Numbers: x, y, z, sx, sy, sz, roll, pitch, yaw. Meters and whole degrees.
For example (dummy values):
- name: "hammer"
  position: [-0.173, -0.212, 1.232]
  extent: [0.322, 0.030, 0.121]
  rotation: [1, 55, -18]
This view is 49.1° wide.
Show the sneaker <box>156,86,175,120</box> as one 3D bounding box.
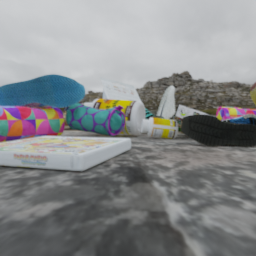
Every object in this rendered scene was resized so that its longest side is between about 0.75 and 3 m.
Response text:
- name: "sneaker"
  position: [1.866, -1.015, 13.014]
  extent: [0.753, 1.871, 0.715]
  rotation: [19, 2, -2]

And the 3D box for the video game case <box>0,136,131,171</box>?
- name: "video game case"
  position: [-1.457, 0.434, 5.845]
  extent: [2.422, 0.305, 2.661]
  rotation: [1, 4, 17]

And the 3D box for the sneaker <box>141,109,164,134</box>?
- name: "sneaker"
  position: [0.498, -0.480, 11.704]
  extent: [1.012, 1.190, 2.609]
  rotation: [-28, 17, -29]

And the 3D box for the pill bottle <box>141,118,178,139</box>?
- name: "pill bottle"
  position: [1.029, -0.001, 9.273]
  extent: [1.149, 0.628, 0.628]
  rotation: [6, 3, -5]

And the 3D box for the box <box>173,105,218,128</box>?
- name: "box"
  position: [2.182, -0.226, 9.608]
  extent: [1.248, 0.394, 2.267]
  rotation: [20, -3, 8]

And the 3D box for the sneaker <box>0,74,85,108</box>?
- name: "sneaker"
  position: [-2.749, -1.189, 9.163]
  extent: [2.807, 1.074, 1.134]
  rotation: [-2, 11, 6]

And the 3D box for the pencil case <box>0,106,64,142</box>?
- name: "pencil case"
  position: [-3.249, -0.159, 8.739]
  extent: [1.185, 1.185, 2.681]
  rotation: [2, 5, 33]

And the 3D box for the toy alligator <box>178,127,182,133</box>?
- name: "toy alligator"
  position: [2.133, 0.040, 11.290]
  extent: [1.230, 0.408, 0.295]
  rotation: [-11, 32, 32]

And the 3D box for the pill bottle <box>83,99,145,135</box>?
- name: "pill bottle"
  position: [-0.590, -0.431, 10.314]
  extent: [2.266, 1.238, 1.238]
  rotation: [5, 5, 21]

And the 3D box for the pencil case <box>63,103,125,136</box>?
- name: "pencil case"
  position: [-1.116, -0.315, 9.169]
  extent: [2.122, 0.981, 0.903]
  rotation: [10, -12, 38]

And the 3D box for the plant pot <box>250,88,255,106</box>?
- name: "plant pot"
  position: [5.102, -0.599, 8.197]
  extent: [2.444, 1.735, 2.444]
  rotation: [-12, -15, -3]

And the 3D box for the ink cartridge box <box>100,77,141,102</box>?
- name: "ink cartridge box"
  position: [-0.336, -1.435, 15.490]
  extent: [2.416, 0.848, 2.973]
  rotation: [10, 36, -32]

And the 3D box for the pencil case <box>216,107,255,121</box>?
- name: "pencil case"
  position: [4.914, -0.404, 12.109]
  extent: [2.239, 0.990, 0.990]
  rotation: [1, 4, -10]

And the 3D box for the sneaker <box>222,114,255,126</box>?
- name: "sneaker"
  position: [3.822, -0.073, 10.128]
  extent: [2.018, 0.757, 0.875]
  rotation: [-4, -1, -17]

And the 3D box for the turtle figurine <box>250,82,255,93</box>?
- name: "turtle figurine"
  position: [5.939, -1.128, 10.972]
  extent: [2.830, 0.911, 2.282]
  rotation: [-35, 45, -1]

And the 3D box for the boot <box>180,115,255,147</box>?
- name: "boot"
  position: [2.502, 0.142, 7.950]
  extent: [2.065, 0.800, 1.428]
  rotation: [14, 1, 8]

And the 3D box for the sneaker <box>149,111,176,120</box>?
- name: "sneaker"
  position: [1.817, -0.281, 13.923]
  extent: [2.512, 0.939, 1.334]
  rotation: [0, -9, 6]

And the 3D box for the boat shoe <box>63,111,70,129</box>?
- name: "boat shoe"
  position: [-3.042, -0.428, 14.066]
  extent: [0.990, 0.939, 2.615]
  rotation: [4, 5, 45]
